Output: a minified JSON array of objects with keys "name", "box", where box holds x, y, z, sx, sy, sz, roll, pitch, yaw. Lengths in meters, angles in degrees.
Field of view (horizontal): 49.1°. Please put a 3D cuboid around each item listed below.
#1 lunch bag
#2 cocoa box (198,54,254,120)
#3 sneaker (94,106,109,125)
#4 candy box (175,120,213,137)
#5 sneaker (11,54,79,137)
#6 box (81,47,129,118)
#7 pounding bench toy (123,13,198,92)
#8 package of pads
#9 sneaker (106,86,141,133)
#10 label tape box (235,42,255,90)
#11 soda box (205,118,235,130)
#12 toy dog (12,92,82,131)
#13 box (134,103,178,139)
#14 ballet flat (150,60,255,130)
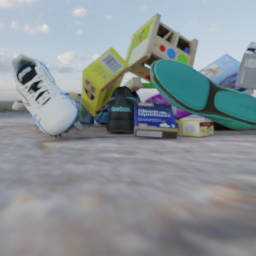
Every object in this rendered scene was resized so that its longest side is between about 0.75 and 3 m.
[{"name":"lunch bag","box":[-2.268,-0.666,9.395,1.930,1.230,1.641,9,-2,-36]},{"name":"cocoa box","box":[3.443,-1.593,10.917,2.135,1.401,1.424,-32,33,9]},{"name":"sneaker","box":[-0.418,-0.477,10.000,0.851,0.995,2.401,36,27,10]},{"name":"candy box","box":[1.190,-0.012,6.221,1.190,0.329,0.687,4,5,40]},{"name":"sneaker","box":[-1.879,-0.733,5.923,2.644,0.950,0.958,46,-2,41]},{"name":"box","box":[-0.722,-1.099,7.590,0.991,0.660,2.634,-43,-3,-17]},{"name":"pounding bench toy","box":[1.019,-1.914,9.212,1.962,2.515,1.563,24,-20,-24]},{"name":"package of pads","box":[1.345,-0.721,9.380,1.598,1.004,2.653,-21,2,1]},{"name":"sneaker","box":[0.098,-0.472,7.539,1.055,1.109,2.798,-1,3,7]},{"name":"label tape box","box":[4.403,-1.436,7.030,2.919,0.965,2.091,13,27,23]},{"name":"soda box","box":[2.974,-0.494,8.473,0.869,0.971,2.745,2,4,23]},{"name":"toy dog","box":[-1.909,-0.281,7.429,1.501,1.096,2.276,7,18,7]},{"name":"box","box":[0.532,-0.232,5.835,0.822,0.220,1.357,3,30,-1]},{"name":"ballet flat","box":[1.652,-0.605,6.274,2.842,0.957,1.000,20,-16,-10]}]
